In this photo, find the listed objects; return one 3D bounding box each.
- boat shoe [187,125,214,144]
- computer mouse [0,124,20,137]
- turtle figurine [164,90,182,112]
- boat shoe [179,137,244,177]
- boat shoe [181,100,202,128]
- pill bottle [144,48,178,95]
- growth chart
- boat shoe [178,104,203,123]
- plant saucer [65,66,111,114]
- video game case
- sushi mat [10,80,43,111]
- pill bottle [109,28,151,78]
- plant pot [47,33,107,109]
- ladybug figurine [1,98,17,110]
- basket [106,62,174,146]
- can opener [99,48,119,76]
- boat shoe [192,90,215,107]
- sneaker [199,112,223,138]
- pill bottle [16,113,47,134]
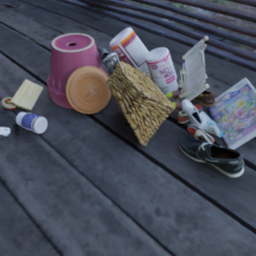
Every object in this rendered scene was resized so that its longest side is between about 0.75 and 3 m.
[{"bbox_3d":[2.772,0.304,10.852,1.158,0.412,0.362,36,48,11],"label":"boat shoe"},{"bbox_3d":[-5.002,0.141,11.257,1.233,0.271,0.676,-11,44,-14],"label":"computer mouse"},{"bbox_3d":[1.159,-1.169,12.277,2.203,0.880,2.732,-8,41,-6],"label":"turtle figurine"},{"bbox_3d":[2.883,0.807,9.914,2.497,0.844,0.897,26,60,41],"label":"boat shoe"},{"bbox_3d":[2.582,-0.617,11.115,0.476,0.423,1.293,-23,73,-22],"label":"boat shoe"},{"bbox_3d":[1.592,-2.574,12.986,1.122,1.979,1.122,-18,36,13],"label":"pill bottle"},{"bbox_3d":[2.900,-2.491,12.563,0.239,1.949,2.693,12,70,-25],"label":"growth chart"},{"bbox_3d":[2.681,-0.699,12.003,1.453,0.455,0.517,-30,37,-28],"label":"boat shoe"},{"bbox_3d":[-1.636,-1.583,11.894,2.034,2.034,0.328,-18,21,-20],"label":"plant saucer"},{"bbox_3d":[4.421,-0.623,11.192,1.996,0.251,2.787,-39,33,23],"label":"video game case"},{"bbox_3d":[-4.702,-1.550,13.083,0.945,0.119,1.974,24,37,-15],"label":"sushi mat"},{"bbox_3d":[0.316,-3.528,13.789,1.344,2.453,1.344,-33,25,18],"label":"pill bottle"},{"bbox_3d":[-2.366,-2.739,12.864,2.877,2.575,2.877,0,41,0],"label":"plant pot"},{"bbox_3d":[-5.340,-1.065,12.652,0.601,0.318,0.885,-30,49,-30],"label":"ladybug figurine"},{"bbox_3d":[0.036,-0.965,10.703,1.956,2.042,2.741,18,29,-37],"label":"basket"},{"bbox_3d":[-0.770,-2.972,13.214,0.694,2.600,0.869,-33,79,0],"label":"can opener"},{"bbox_3d":[3.247,-1.546,12.685,0.643,0.643,1.828,-32,32,-16],"label":"boat shoe"},{"bbox_3d":[3.212,-0.027,11.229,0.608,0.576,1.505,-41,39,5],"label":"sneaker"},{"bbox_3d":[-3.924,-0.225,11.346,1.168,0.676,0.676,17,43,25],"label":"pill bottle"}]
